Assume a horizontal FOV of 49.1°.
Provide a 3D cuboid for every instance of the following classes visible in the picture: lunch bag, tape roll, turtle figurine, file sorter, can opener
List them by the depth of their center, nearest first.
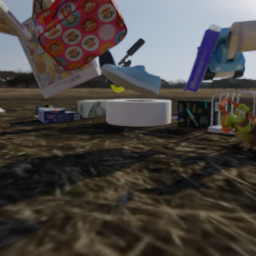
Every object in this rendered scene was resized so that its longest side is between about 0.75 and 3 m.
[{"bbox_3d":[3.237,0.067,6.779,2.397,0.957,2.972,16,-1,27],"label":"turtle figurine"},{"bbox_3d":[-1.283,-2.655,7.290,2.218,0.909,1.954,-29,-29,9],"label":"lunch bag"},{"bbox_3d":[4.132,-0.584,9.922,1.581,1.419,2.279,8,11,44],"label":"file sorter"},{"bbox_3d":[0.174,-3.127,11.978,0.511,1.530,0.408,43,7,-32],"label":"can opener"},{"bbox_3d":[0.451,-0.726,12.350,2.858,0.999,2.858,0,9,0],"label":"tape roll"}]

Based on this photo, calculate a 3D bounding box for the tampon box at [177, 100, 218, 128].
[{"bbox_3d":[2.785,-0.596,11.252,1.379,1.033,0.871,7,11,42],"label":"tampon box"}]

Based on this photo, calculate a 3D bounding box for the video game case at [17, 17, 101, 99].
[{"bbox_3d":[-2.703,-2.889,10.488,2.677,2.942,0.337,-18,9,26],"label":"video game case"}]

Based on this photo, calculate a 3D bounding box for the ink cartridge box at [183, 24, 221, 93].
[{"bbox_3d":[2.360,-2.152,8.790,0.427,1.949,1.967,22,30,13],"label":"ink cartridge box"}]

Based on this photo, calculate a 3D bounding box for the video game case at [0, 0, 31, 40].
[{"bbox_3d":[-3.958,-3.229,8.076,1.792,0.205,1.630,17,-12,15],"label":"video game case"}]

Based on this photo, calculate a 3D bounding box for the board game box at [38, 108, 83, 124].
[{"bbox_3d":[-3.402,-0.625,13.114,1.867,0.576,1.866,-7,11,-38],"label":"board game box"}]

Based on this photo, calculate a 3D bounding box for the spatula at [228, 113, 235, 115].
[{"bbox_3d":[5.756,-0.700,15.175,0.370,0.135,1.310,6,11,0],"label":"spatula"}]

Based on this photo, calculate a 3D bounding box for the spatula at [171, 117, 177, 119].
[{"bbox_3d":[1.913,-0.546,13.901,2.016,0.207,0.570,-1,6,-4],"label":"spatula"}]

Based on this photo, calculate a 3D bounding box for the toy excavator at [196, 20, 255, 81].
[{"bbox_3d":[3.363,-2.791,9.436,1.487,2.977,2.894,-5,53,3],"label":"toy excavator"}]

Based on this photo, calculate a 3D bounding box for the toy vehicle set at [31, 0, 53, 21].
[{"bbox_3d":[-2.748,-3.614,9.233,0.249,1.169,1.881,-31,-1,-25],"label":"toy vehicle set"}]

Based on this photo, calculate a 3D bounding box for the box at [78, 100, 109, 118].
[{"bbox_3d":[-1.636,-1.050,15.064,0.744,0.895,2.177,8,13,43],"label":"box"}]

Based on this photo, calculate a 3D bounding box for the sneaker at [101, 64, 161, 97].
[{"bbox_3d":[0.104,-1.341,7.115,1.577,0.646,0.583,22,-17,-12],"label":"sneaker"}]

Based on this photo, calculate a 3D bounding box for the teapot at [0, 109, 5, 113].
[{"bbox_3d":[-6.341,-0.653,12.333,1.218,1.203,0.890,22,-28,1],"label":"teapot"}]

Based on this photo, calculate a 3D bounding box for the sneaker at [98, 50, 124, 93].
[{"bbox_3d":[-0.764,-2.713,13.196,0.771,2.086,0.858,-16,23,17],"label":"sneaker"}]

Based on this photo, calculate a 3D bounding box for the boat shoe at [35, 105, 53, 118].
[{"bbox_3d":[-4.225,-0.931,15.099,0.694,0.653,1.932,2,7,25],"label":"boat shoe"}]
